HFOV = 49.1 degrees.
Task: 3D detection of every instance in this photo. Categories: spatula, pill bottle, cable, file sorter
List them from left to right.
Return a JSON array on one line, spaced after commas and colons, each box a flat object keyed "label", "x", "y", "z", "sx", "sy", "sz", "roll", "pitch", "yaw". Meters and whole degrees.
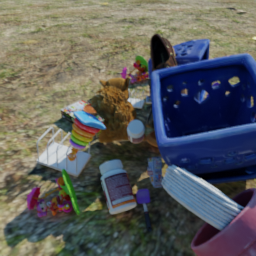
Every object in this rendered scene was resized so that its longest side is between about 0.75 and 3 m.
[{"label": "file sorter", "x": -2.036, "y": 0.692, "z": 8.915, "sx": 1.453, "sy": 0.904, "sz": 1.008, "roll": 16, "pitch": 37, "yaw": 12}, {"label": "pill bottle", "x": -0.304, "y": 1.556, "z": 7.450, "sx": 0.733, "sy": 0.733, "sz": 1.284, "roll": -12, "pitch": 68, "yaw": -16}, {"label": "file sorter", "x": 0.189, "y": -1.310, "z": 12.197, "sx": 0.957, "sy": 0.596, "sz": 0.664, "roll": 8, "pitch": 35, "yaw": 12}, {"label": "pill bottle", "x": 0.217, "y": 0.105, "z": 7.776, "sx": 0.484, "sy": 0.848, "sz": 0.484, "roll": -1, "pitch": 72, "yaw": 2}, {"label": "spatula", "x": 0.466, "y": 2.209, "z": 7.568, "sx": 0.377, "sy": 0.137, "sz": 1.335, "roll": -5, "pitch": 36, "yaw": -4}, {"label": "cable", "x": 1.567, "y": 1.504, "z": 6.007, "sx": 1.913, "sy": 0.662, "sz": 1.913, "roll": 34, "pitch": -2, "yaw": -16}, {"label": "spatula", "x": 3.098, "y": -1.063, "z": 9.269, "sx": 0.218, "sy": 0.600, "sz": 2.123, "roll": 32, "pitch": 15, "yaw": 30}]

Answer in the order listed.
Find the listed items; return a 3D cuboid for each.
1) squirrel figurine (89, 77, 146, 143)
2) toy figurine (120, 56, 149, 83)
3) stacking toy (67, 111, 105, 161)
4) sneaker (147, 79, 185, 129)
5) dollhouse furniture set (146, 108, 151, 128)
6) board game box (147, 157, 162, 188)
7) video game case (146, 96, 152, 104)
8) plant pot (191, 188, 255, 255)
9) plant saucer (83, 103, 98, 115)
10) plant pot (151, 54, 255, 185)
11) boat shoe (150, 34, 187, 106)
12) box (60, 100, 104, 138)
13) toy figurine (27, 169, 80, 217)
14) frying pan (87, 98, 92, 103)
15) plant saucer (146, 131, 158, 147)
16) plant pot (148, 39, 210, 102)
[{"label": "squirrel figurine", "x": -0.321, "y": -0.680, "z": 9.254, "sx": 1.664, "sy": 2.195, "sz": 2.352, "roll": -3, "pitch": -6, "yaw": 5}, {"label": "toy figurine", "x": 0.336, "y": -2.720, "z": 14.150, "sx": 1.389, "sy": 1.133, "sz": 1.510, "roll": -34, "pitch": 71, "yaw": -21}, {"label": "stacking toy", "x": -1.403, "y": 0.329, "z": 8.239, "sx": 0.866, "sy": 1.492, "sz": 0.819, "roll": 15, "pitch": 17, "yaw": -42}, {"label": "sneaker", "x": 1.032, "y": -0.969, "z": 9.317, "sx": 0.746, "sy": 1.950, "sz": 1.117, "roll": 13, "pitch": 13, "yaw": -40}, {"label": "dollhouse furniture set", "x": 1.442, "y": -0.225, "z": 9.837, "sx": 1.528, "sy": 0.792, "sz": 0.676, "roll": 16, "pitch": 81, "yaw": 11}, {"label": "board game box", "x": 0.707, "y": 1.214, "z": 7.627, "sx": 0.247, "sy": 0.802, "sz": 0.802, "roll": -2, "pitch": -10, "yaw": -15}, {"label": "video game case", "x": 1.239, "y": -1.265, "z": 12.574, "sx": 0.870, "sy": 0.078, "sz": 0.623, "roll": 2, "pitch": 35, "yaw": 3}, {"label": "plant pot", "x": 2.528, "y": 2.472, "z": 5.730, "sx": 1.874, "sy": 1.874, "sz": 1.678, "roll": -32, "pitch": 73, "yaw": -37}, {"label": "plant saucer", "x": -1.388, "y": -0.754, "z": 11.150, "sx": 0.812, "sy": 0.131, "sz": 0.812, "roll": 1, "pitch": 35, "yaw": 0}, {"label": "plant pot", "x": 2.166, "y": -0.012, "z": 7.465, "sx": 2.751, "sy": 2.473, "sz": 2.750, "roll": -9, "pitch": 45, "yaw": 9}, {"label": "boat shoe", "x": 1.307, "y": -2.044, "z": 10.095, "sx": 1.032, "sy": 1.031, "sz": 2.931, "roll": -23, "pitch": 63, "yaw": 23}, {"label": "box", "x": -1.570, "y": -0.413, "z": 11.105, "sx": 2.115, "sy": 0.367, "sz": 1.164, "roll": 27, "pitch": 43, "yaw": 33}, {"label": "toy figurine", "x": -2.084, "y": 1.948, "z": 7.547, "sx": 1.232, "sy": 1.005, "sz": 1.338, "roll": -22, "pitch": 63, "yaw": -7}, {"label": "frying pan", "x": -1.373, "y": -1.220, "z": 12.447, "sx": 0.607, "sy": 0.163, "sz": 1.003, "roll": 25, "pitch": 40, "yaw": 30}, {"label": "plant saucer", "x": 1.168, "y": 0.363, "z": 9.919, "sx": 1.027, "sy": 0.192, "sz": 1.027, "roll": 4, "pitch": 28, "yaw": -2}, {"label": "plant pot", "x": 2.168, "y": -2.317, "z": 12.044, "sx": 2.217, "sy": 2.466, "sz": 2.465, "roll": 7, "pitch": 35, "yaw": 20}]
